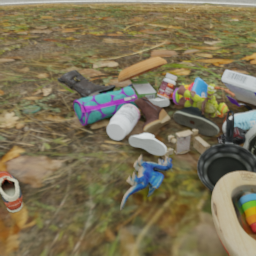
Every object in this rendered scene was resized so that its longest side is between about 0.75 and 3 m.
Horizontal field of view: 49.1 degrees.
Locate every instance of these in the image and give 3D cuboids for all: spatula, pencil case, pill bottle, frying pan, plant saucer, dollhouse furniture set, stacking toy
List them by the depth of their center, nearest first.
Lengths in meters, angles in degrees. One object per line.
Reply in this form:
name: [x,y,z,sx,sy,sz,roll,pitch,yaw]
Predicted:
frying pan: [2.757,0.780,8.311,1.693,0.456,2.800,-13,50,4]
dollhouse furniture set: [1.830,0.610,8.984,1.477,0.765,0.654,-13,32,-19]
pill bottle: [-0.177,-0.204,10.206,0.823,0.823,1.452,12,34,18]
pencil case: [-0.830,-0.905,11.058,2.526,1.075,1.167,-19,2,-26]
spatula: [4.543,-0.891,11.142,1.842,0.189,0.520,16,17,-34]
stacking toy: [2.323,-1.362,11.904,2.031,1.179,1.115,7,70,47]
pill bottle: [1.674,-1.758,11.929,0.561,1.025,0.561,20,11,-4]
plant saucer: [0.571,-2.641,12.544,2.320,0.434,2.320,-22,6,3]

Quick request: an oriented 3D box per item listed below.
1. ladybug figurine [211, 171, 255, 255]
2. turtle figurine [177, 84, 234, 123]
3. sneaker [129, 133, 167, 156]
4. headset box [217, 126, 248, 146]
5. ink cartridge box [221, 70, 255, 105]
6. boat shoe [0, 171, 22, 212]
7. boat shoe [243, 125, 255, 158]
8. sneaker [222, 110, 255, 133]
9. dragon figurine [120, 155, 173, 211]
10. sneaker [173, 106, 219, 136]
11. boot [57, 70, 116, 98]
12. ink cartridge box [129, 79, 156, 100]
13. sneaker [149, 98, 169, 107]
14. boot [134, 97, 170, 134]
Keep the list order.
ladybug figurine: [2.835,2.134,6.247,1.939,1.027,2.856,3,34,6]
turtle figurine: [2.759,-0.822,10.125,1.939,2.404,0.774,22,76,28]
sneaker: [0.805,0.474,9.217,1.387,0.511,0.802,19,21,35]
headset box: [3.457,0.322,9.087,0.655,0.880,0.340,19,51,-33]
ink cartridge box: [5.220,-1.293,10.937,2.557,0.560,2.581,27,4,35]
boat shoe: [-3.277,1.609,7.627,0.571,0.502,1.605,-20,36,-26]
boat shoe: [3.851,0.442,8.158,0.717,2.029,0.646,-31,59,-3]
sneaker: [4.289,-0.227,10.050,1.817,0.672,0.744,-23,11,-12]
dragon figurine: [0.563,1.429,7.603,1.030,0.610,2.072,30,46,-2]
sneaker: [2.704,-0.391,10.454,1.814,0.678,0.963,28,49,32]
boot: [-1.737,-1.938,12.183,1.878,0.747,2.158,41,37,14]
ink cartridge box: [0.629,-1.739,12.932,0.832,0.475,1.602,-7,35,-15]
sneaker: [1.118,-1.050,11.964,1.150,0.424,0.665,-3,12,-9]
boot: [0.683,-0.520,10.562,1.430,0.622,1.719,42,36,18]
